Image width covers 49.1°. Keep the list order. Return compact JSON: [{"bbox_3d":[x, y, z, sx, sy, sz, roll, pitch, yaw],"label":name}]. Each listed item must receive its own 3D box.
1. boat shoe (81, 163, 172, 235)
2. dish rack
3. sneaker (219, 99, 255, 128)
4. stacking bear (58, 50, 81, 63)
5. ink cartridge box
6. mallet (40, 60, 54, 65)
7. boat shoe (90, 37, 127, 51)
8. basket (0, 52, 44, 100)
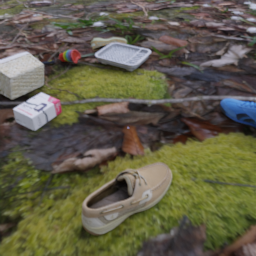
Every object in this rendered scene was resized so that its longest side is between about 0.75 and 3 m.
[{"bbox_3d":[0.102,1.575,7.113,2.856,0.921,1.018,-29,47,-34],"label":"boat shoe"},{"bbox_3d":[-0.242,-3.480,13.793,2.331,0.508,2.001,20,44,21],"label":"dish rack"},{"bbox_3d":[4.537,-0.558,9.686,0.955,1.135,2.896,-28,45,-28],"label":"sneaker"},{"bbox_3d":[-2.954,-3.494,13.736,1.022,0.581,0.621,2,51,33],"label":"stacking bear"},{"bbox_3d":[-3.272,-0.611,10.164,0.990,0.576,1.367,22,44,25],"label":"ink cartridge box"},{"bbox_3d":[-4.734,-2.966,13.290,2.376,0.489,0.782,-20,23,-36],"label":"mallet"},{"bbox_3d":[-0.999,-4.332,14.902,1.954,0.700,0.744,-6,67,-11],"label":"boat shoe"},{"bbox_3d":[-4.456,-2.107,11.427,1.137,1.249,1.843,34,44,19],"label":"basket"}]
